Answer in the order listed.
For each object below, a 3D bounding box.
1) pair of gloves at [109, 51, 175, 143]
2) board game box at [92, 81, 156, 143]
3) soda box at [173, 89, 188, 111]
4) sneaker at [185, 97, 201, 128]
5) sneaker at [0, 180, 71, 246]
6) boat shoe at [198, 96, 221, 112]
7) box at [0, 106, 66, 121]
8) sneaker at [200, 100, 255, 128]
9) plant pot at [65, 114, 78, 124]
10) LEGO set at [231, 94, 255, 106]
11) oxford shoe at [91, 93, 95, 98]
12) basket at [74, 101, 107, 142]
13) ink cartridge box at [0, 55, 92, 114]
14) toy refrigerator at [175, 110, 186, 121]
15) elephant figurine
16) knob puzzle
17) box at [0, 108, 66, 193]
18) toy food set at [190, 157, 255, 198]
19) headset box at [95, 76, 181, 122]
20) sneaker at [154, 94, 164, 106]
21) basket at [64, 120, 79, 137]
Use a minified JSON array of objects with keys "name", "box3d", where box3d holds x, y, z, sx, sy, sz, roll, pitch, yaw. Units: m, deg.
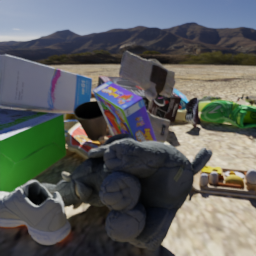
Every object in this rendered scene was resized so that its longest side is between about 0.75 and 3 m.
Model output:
[{"name":"pair of gloves","box3d":[0.462,-0.822,8.162,2.074,2.440,0.428,7,1,-36]},{"name":"board game box","box3d":[0.053,0.102,6.528,0.483,2.157,1.450,-33,35,-16]},{"name":"soda box","box3d":[2.402,-1.303,13.709,0.749,0.708,2.207,35,16,-4]},{"name":"sneaker","box3d":[2.652,-0.550,11.199,0.504,0.770,1.333,-13,41,39]},{"name":"sneaker","box3d":[-1.858,1.297,5.000,1.985,0.913,0.752,8,18,26]},{"name":"boat shoe","box3d":[3.680,-1.136,12.860,1.999,0.714,0.598,-1,58,-36]},{"name":"box","box3d":[-3.445,-0.764,10.603,2.568,1.498,0.772,-19,55,-44]},{"name":"sneaker","box3d":[4.247,-0.564,11.183,2.672,0.989,1.116,4,13,12]},{"name":"plant pot","box3d":[-1.976,-0.536,11.216,0.854,0.854,0.753,14,9,-1]},{"name":"LEGO set","box3d":[4.655,-0.733,11.767,1.306,0.570,2.010,22,-13,24]},{"name":"oxford shoe","box3d":[-2.472,-2.113,17.340,1.419,0.506,0.506,-1,15,-10]},{"name":"basket","box3d":[-0.994,-0.147,8.112,0.955,1.059,0.720,-8,49,-3]},{"name":"ink cartridge box","box3d":[-2.880,-1.163,8.358,2.139,1.253,2.960,6,1,38]},{"name":"toy refrigerator","box3d":[2.013,-0.596,12.007,1.183,0.414,0.449,6,13,-12]},{"name":"elephant figurine","box3d":[-0.288,0.915,5.210,2.073,1.891,2.673,25,-13,-29]},{"name":"knob puzzle","box3d":[-0.599,0.181,8.867,3.264,0.453,3.264,4,23,-2]},{"name":"box","box3d":[-3.402,0.422,7.122,2.503,1.372,2.837,5,17,17]},{"name":"toy food set","box3d":[2.327,1.036,6.549,1.760,0.532,1.263,4,17,14]},{"name":"headset box","box3d":[0.192,-1.112,10.744,2.890,1.084,2.148,-2,30,-26]},{"name":"sneaker","box3d":[1.045,-1.204,9.608,0.336,0.472,0.951,-6,52,-10]},{"name":"basket","box3d":[-1.945,0.030,9.817,0.759,0.598,0.860,-2,9,-29]}]
